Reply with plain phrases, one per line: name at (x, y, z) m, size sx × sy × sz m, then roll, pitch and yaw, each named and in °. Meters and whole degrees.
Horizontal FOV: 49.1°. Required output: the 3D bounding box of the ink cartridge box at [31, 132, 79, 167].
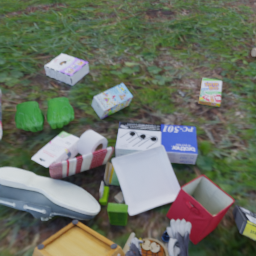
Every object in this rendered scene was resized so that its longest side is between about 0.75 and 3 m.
ink cartridge box at (-2.149, 0.778, 8.554) m, size 0.793 × 0.456 × 1.355 m, roll 20°, pitch 48°, yaw 33°

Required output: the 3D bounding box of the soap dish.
soap dish at (-1.048, 2.796, 5.969) m, size 1.774 × 0.720 × 1.395 m, roll 13°, pitch 26°, yaw 39°

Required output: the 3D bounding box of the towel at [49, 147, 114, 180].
towel at (-1.318, 0.991, 7.843) m, size 1.751 × 1.261 × 0.199 m, roll -16°, pitch 71°, yaw -20°

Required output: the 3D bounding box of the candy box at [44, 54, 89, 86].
candy box at (-2.564, -2.470, 11.759) m, size 1.402 × 0.501 × 1.176 m, roll 23°, pitch 50°, yaw 20°

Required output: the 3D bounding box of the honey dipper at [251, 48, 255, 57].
honey dipper at (6.705, -3.470, 12.876) m, size 2.029 × 0.385 × 0.385 m, roll -2°, pitch 46°, yaw -7°

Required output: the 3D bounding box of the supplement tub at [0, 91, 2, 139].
supplement tub at (-5.139, -0.658, 8.911) m, size 2.033 × 2.033 × 2.897 m, roll -13°, pitch 47°, yaw -12°

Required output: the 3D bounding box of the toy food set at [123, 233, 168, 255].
toy food set at (0.510, 3.025, 6.560) m, size 1.351 × 0.271 × 0.933 m, roll 18°, pitch 48°, yaw 17°

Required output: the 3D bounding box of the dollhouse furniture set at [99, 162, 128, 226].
dollhouse furniture set at (-0.225, 1.546, 7.651) m, size 1.007 × 0.778 × 2.015 m, roll 5°, pitch 46°, yaw 4°

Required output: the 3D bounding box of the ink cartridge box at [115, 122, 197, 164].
ink cartridge box at (0.882, 0.458, 8.875) m, size 2.459 × 0.544 × 1.156 m, roll 4°, pitch 47°, yaw 4°

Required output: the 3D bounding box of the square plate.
square plate at (0.517, 1.425, 7.802) m, size 1.604 × 0.230 × 1.620 m, roll -14°, pitch 69°, yaw -15°

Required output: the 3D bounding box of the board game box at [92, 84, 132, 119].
board game box at (-0.581, -0.952, 10.059) m, size 1.257 × 0.648 × 0.659 m, roll -29°, pitch 75°, yaw -25°

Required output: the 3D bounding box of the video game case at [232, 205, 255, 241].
video game case at (3.389, 2.378, 5.959) m, size 2.158 × 2.388 × 0.305 m, roll 22°, pitch 89°, yaw 19°

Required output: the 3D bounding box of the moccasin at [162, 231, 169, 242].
moccasin at (1.222, 2.575, 6.994) m, size 0.810 × 0.276 × 0.326 m, roll -26°, pitch 50°, yaw -24°

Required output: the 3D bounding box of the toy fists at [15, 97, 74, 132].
toy fists at (-2.821, -0.377, 9.497) m, size 1.942 × 0.668 × 0.990 m, roll -9°, pitch 61°, yaw -14°

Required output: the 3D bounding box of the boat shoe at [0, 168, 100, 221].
boat shoe at (-2.193, 1.910, 7.396) m, size 2.911 × 0.899 × 1.060 m, roll 18°, pitch 13°, yaw 3°

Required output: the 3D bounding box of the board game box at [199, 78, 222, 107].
board game box at (3.244, -1.455, 10.987) m, size 0.773 × 0.242 × 1.617 m, roll 11°, pitch 44°, yaw 11°

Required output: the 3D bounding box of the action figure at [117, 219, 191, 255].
action figure at (0.529, 2.597, 5.086) m, size 1.719 × 2.893 × 1.476 m, roll -27°, pitch 43°, yaw 21°

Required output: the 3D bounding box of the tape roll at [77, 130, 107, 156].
tape roll at (-1.106, 0.549, 8.600) m, size 0.557 × 0.812 × 0.812 m, roll 28°, pitch 52°, yaw 24°

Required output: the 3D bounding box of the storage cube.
storage cube at (1.756, 1.977, 6.868) m, size 1.165 × 1.047 × 0.996 m, roll -14°, pitch 44°, yaw -43°
